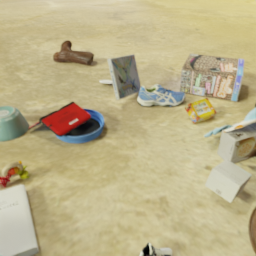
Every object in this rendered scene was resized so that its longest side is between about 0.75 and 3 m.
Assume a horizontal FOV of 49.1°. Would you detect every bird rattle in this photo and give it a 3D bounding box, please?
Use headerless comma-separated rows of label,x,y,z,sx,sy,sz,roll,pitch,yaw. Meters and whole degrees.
bird rattle,-3.351,1.253,8.057,0.911,0.743,0.513,-12,48,-28

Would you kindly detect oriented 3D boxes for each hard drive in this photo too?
hard drive,-3.089,2.366,6.839,1.393,0.282,2.111,-14,36,-20

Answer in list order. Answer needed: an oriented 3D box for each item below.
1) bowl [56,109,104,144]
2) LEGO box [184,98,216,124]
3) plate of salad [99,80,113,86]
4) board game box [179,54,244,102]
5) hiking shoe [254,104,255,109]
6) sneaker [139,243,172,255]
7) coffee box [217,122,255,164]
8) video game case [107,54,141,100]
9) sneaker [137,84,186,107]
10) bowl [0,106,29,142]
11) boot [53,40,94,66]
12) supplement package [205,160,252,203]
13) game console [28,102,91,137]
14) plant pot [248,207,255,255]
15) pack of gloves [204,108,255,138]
bowl,-1.830,-0.083,10.371,1.910,0.375,1.910,0,34,0
LEGO box,2.841,-0.680,10.969,0.987,0.381,0.735,-18,71,-25
plate of salad,-1.030,-2.198,13.656,0.761,0.183,0.761,6,20,-2
board game box,3.898,-2.405,13.018,2.573,1.246,2.051,11,36,17
hiking shoe,6.301,-1.011,11.067,2.637,0.981,1.143,-11,24,-16
sneaker,0.603,2.713,6.098,0.821,0.534,0.328,-7,36,-10
coffee box,3.827,0.452,9.079,1.671,0.955,0.666,-13,36,-20
video game case,-0.101,-2.244,12.166,0.207,1.711,1.877,-3,16,35
sneaker,1.458,-1.390,11.921,2.112,0.813,0.799,-4,33,-10
bowl,-4.505,-0.265,10.270,1.543,0.807,1.543,0,33,0
boot,-2.881,-4.394,16.394,2.371,0.761,2.210,6,47,15
supplement package,2.675,1.404,7.489,0.799,0.614,0.835,35,34,31
game console,-2.518,-0.186,10.388,1.486,1.024,1.725,37,41,13
plant pot,4.009,1.622,5.532,2.649,2.623,2.649,-5,41,4
pack of gloves,3.671,-0.251,9.396,2.196,0.433,1.845,-16,-5,-33
